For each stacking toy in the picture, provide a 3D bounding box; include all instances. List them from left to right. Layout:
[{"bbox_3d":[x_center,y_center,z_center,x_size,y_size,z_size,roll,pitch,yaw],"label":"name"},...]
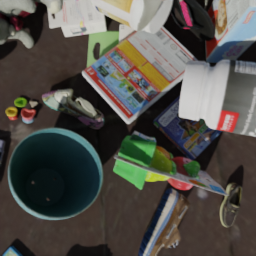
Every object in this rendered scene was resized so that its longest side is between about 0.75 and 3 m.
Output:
[{"bbox_3d":[-2.915,-0.451,7.806,0.758,0.320,0.686,14,52,0],"label":"stacking toy"}]

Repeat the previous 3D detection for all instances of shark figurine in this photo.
[{"bbox_3d":[1.580,-3.407,6.922,1.840,1.285,3.080,18,55,33],"label":"shark figurine"}]

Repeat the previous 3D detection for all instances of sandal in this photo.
[{"bbox_3d":[1.338,-3.124,7.279,2.381,0.894,0.537,45,79,-15],"label":"sandal"}]

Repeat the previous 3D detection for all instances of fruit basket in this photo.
[{"bbox_3d":[0.911,0.824,6.491,2.358,2.184,1.106,12,94,4],"label":"fruit basket"}]

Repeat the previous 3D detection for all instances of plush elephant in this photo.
[{"bbox_3d":[-3.203,-3.059,7.537,2.632,2.168,2.038,6,120,-30],"label":"plush elephant"}]

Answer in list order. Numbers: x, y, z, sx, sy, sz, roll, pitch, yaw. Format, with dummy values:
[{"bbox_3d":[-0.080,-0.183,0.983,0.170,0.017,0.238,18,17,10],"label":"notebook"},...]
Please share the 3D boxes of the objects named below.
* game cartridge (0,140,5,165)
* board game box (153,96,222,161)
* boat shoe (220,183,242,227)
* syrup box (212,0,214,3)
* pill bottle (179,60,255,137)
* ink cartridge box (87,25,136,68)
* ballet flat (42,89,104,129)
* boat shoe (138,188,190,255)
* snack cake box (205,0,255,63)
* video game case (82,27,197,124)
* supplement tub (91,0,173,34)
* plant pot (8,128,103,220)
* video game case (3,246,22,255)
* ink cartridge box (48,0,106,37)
[{"bbox_3d":[-3.939,1.047,7.369,1.052,0.312,1.623,7,75,4],"label":"game cartridge"},{"bbox_3d":[1.971,-0.393,7.662,2.204,0.380,1.492,-43,81,-8],"label":"board game box"},{"bbox_3d":[2.634,1.972,7.125,0.416,0.368,1.136,12,84,-8],"label":"boat shoe"},{"bbox_3d":[3.084,-3.772,8.379,1.022,0.402,0.416,-14,78,-3],"label":"syrup box"},{"bbox_3d":[2.745,-0.658,6.468,2.929,1.668,1.668,11,78,15],"label":"pill bottle"},{"bbox_3d":[-0.248,-2.270,8.057,1.860,0.446,1.354,3,78,-1],"label":"ink cartridge box"},{"bbox_3d":[-1.440,-0.629,7.541,1.881,0.669,0.650,29,50,6],"label":"ballet flat"},{"bbox_3d":[0.909,2.561,6.859,0.737,0.736,2.037,28,83,-2],"label":"boat shoe"},{"bbox_3d":[2.771,-2.859,7.057,0.862,2.566,1.475,0,78,-5],"label":"snack cake box"},{"bbox_3d":[0.354,-1.584,7.498,2.597,0.227,1.857,-40,80,-13],"label":"video game case"},{"bbox_3d":[0.095,-3.348,7.249,1.838,1.327,1.327,32,80,16],"label":"supplement tub"},{"bbox_3d":[-1.821,1.228,6.652,2.059,1.387,2.059,15,57,-23],"label":"plant pot"},{"bbox_3d":[-3.042,4.064,6.821,1.303,0.162,1.820,40,81,8],"label":"video game case"},{"bbox_3d":[-1.490,-3.236,8.186,1.575,0.530,0.923,-8,75,-2],"label":"ink cartridge box"}]
